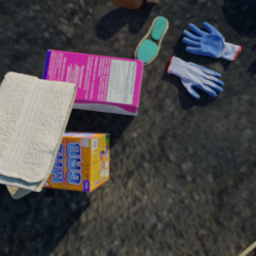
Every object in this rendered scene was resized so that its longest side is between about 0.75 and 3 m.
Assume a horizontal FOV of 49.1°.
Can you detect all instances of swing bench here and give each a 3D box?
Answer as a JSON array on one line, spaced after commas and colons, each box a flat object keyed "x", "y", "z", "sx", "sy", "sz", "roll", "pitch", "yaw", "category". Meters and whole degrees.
[{"x": 4.065, "y": 4.658, "z": 7.999, "sx": 2.155, "sy": 1.405, "sz": 2.166, "roll": -37, "pitch": 90, "yaw": -4, "category": "swing bench"}]

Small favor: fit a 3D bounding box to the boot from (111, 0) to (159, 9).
[{"x": 0.366, "y": -4.760, "z": 9.505, "sx": 1.749, "sy": 0.614, "sz": 1.279, "roll": 5, "pitch": 77, "yaw": -1, "category": "boot"}]

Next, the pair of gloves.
[{"x": 2.483, "y": -2.229, "z": 9.317, "sx": 2.024, "sy": 0.287, "sz": 2.517, "roll": 26, "pitch": 83, "yaw": 3, "category": "pair of gloves"}]

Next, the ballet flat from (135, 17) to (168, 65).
[{"x": 0.714, "y": -2.696, "z": 8.981, "sx": 0.668, "sy": 0.668, "sz": 1.922, "roll": 30, "pitch": 72, "yaw": 3, "category": "ballet flat"}]

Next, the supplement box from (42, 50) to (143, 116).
[{"x": -1.029, "y": -1.311, "z": 8.616, "sx": 2.839, "sy": 1.437, "sz": 1.467, "roll": 8, "pitch": 83, "yaw": 0, "category": "supplement box"}]

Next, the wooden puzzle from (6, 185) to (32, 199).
[{"x": -3.215, "y": 1.002, "z": 8.868, "sx": 1.773, "sy": 0.357, "sz": 1.916, "roll": -29, "pitch": 89, "yaw": -8, "category": "wooden puzzle"}]

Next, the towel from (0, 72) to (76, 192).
[{"x": -2.534, "y": -0.024, "z": 6.777, "sx": 1.924, "sy": 0.500, "sz": 2.903, "roll": 11, "pitch": 66, "yaw": 1, "category": "towel"}]

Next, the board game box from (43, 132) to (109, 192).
[{"x": -1.453, "y": 0.898, "z": 8.081, "sx": 1.440, "sy": 1.441, "sz": 1.440, "roll": 2, "pitch": 94, "yaw": 16, "category": "board game box"}]
